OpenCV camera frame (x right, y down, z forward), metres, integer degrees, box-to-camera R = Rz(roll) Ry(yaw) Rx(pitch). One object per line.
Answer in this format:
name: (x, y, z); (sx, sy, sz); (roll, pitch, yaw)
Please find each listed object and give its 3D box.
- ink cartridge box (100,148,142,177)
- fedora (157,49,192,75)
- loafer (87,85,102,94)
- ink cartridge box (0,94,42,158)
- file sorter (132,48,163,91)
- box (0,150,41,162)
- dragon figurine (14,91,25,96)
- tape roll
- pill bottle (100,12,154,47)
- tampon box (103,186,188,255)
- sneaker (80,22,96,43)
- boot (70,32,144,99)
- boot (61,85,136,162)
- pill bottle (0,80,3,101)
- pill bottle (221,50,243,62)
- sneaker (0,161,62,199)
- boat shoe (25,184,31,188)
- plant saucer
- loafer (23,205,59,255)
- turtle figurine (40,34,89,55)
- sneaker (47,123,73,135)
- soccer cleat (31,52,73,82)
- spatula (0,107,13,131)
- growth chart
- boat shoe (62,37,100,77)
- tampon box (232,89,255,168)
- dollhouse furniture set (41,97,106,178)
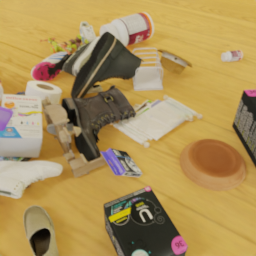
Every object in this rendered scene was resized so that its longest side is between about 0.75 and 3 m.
ink cartridge box: (-0.202, 1.002, 8.108); (1.003, 0.218, 0.993); (14, 28, -45)
fedora: (1.874, -2.728, 11.855); (1.686, 0.688, 1.686); (24, 13, -6)
loafer: (-1.504, -1.607, 11.323); (0.922, 0.315, 0.349); (-7, 39, -7)
ink cartridge box: (-3.190, -0.056, 8.341); (1.135, 1.116, 1.542); (2, 54, -22)
file sorter: (0.780, -2.479, 11.752); (1.179, 1.058, 1.698); (-3, 43, -3)
box: (-3.548, 0.922, 8.576); (0.840, 0.265, 1.527); (23, 47, 23)
dragon figurine: (-3.986, -0.551, 9.906); (1.088, 0.644, 2.188); (9, 38, 12)
tape roll: (-3.173, -1.338, 10.549); (1.287, 0.450, 1.287); (17, 19, -6)
pill bottle: (-0.063, -4.871, 14.145); (2.533, 1.388, 1.388); (-27, 48, -26)
tampon box: (0.316, 2.431, 6.324); (1.247, 1.050, 1.664); (-18, 45, -19)
sneaker: (-2.068, -4.795, 14.489); (0.779, 0.822, 2.035); (-16, 46, -20)
boot: (-0.783, -1.968, 10.923); (1.959, 2.832, 1.097); (26, 20, -35)
boot: (-0.734, -0.279, 9.224); (2.328, 0.926, 2.674); (-14, 64, -29)
pill bottle: (-5.601, -1.822, 10.831); (1.239, 1.239, 2.171); (-18, 42, -19)
pill bottle: (4.872, -3.371, 13.170); (0.872, 0.478, 0.478); (-9, 43, -9)
sneaker: (-2.683, 1.442, 7.554); (1.749, 0.644, 1.011); (1, 51, -10)
boat shoe: (-2.973, 1.382, 8.053); (0.283, 0.284, 0.806); (-9, 43, -13)
plant saucer: (2.558, 0.989, 8.433); (1.968, 0.368, 1.968); (0, 41, 0)
loafer: (-2.058, 2.470, 6.612); (0.664, 0.599, 1.756); (-20, 46, -21)
turtle figurine: (-2.907, -3.880, 13.492); (2.030, 0.811, 2.517); (-26, 39, -36)
sneaker: (-2.102, -0.064, 9.557); (1.307, 0.477, 0.463); (-3, 41, -18)
soccer cleat: (-3.398, -2.683, 12.283); (1.017, 0.823, 2.356); (16, 39, 35)
spatula: (-3.488, 0.433, 6.949); (0.582, 2.061, 0.212); (21, 0, -44)
growth chart: (0.941, -0.372, 10.020); (2.879, 0.255, 2.083); (-28, 48, -27)
boat shoe: (-1.940, -3.387, 12.773); (0.932, 1.035, 2.926); (17, 46, 15)
tampon box: (4.674, 0.133, 8.440); (1.922, 1.619, 2.564); (-4, 42, -4)
dollhouse furniture set: (-1.687, 0.011, 8.731); (1.211, 1.418, 2.736); (-22, 46, -20)
